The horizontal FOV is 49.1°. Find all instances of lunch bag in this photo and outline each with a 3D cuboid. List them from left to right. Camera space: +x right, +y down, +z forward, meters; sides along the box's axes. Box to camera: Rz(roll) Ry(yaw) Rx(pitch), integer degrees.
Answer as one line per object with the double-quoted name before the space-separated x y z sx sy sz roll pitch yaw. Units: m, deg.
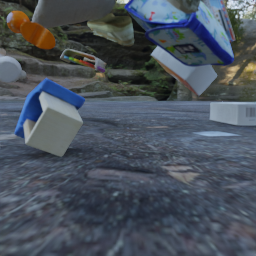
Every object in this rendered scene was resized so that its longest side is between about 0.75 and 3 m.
"lunch bag" 1.508 -2.815 7.674 2.249 1.686 2.645 20 23 -43

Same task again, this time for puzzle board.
"puzzle board" 2.467 -3.809 9.385 0.201 2.306 1.738 -36 20 -27

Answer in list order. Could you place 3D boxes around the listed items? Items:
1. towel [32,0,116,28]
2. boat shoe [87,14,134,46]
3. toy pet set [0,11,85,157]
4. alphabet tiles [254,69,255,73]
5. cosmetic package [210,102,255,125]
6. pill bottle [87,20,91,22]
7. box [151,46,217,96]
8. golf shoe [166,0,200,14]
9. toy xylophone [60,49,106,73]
"towel" -1.304 -3.766 7.904 2.785 0.480 1.846 -28 -11 -38
"boat shoe" -0.640 -3.470 9.925 0.981 0.846 2.689 -32 34 -19
"toy pet set" -1.754 -0.569 4.495 2.125 2.276 1.209 26 14 -33
"alphabet tiles" 4.199 -1.440 8.500 0.910 0.066 0.890 50 19 20
"cosmetic package" 3.937 -0.555 10.297 1.064 0.775 2.093 0 5 -7
"pill bottle" -1.221 -4.478 11.613 0.753 0.753 1.322 4 -18 32
"box" 2.106 -2.376 10.571 1.988 1.057 1.513 48 11 36
"golf shoe" 0.220 -3.061 4.975 2.741 1.073 1.333 41 -26 -25
"toy xylophone" -1.460 -2.313 9.764 1.636 0.411 1.197 22 6 29
